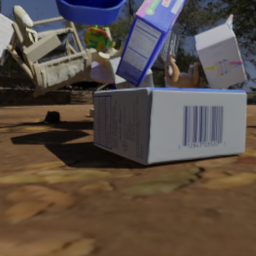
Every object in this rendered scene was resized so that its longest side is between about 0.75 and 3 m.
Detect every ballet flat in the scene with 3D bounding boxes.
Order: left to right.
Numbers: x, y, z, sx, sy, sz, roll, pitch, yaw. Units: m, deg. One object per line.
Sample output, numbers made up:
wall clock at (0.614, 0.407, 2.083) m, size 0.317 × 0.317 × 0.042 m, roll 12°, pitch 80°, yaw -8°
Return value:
ballet flat at (-3.447, -3.443, 9.642) m, size 0.511 × 0.552 × 1.638 m, roll 9°, pitch -34°, yaw 7°

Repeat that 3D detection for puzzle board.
puzzle board at (3.975, -3.283, 11.904) m, size 0.235 × 2.034 × 2.698 m, roll 17°, pitch 48°, yaw 23°

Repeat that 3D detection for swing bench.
swing bench at (-3.244, -3.090, 11.993) m, size 2.660 × 2.674 × 1.735 m, roll -29°, pitch -3°, yaw -34°

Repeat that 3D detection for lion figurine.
lion figurine at (1.869, -1.626, 9.496) m, size 2.162 × 1.324 × 0.783 m, roll 8°, pitch -3°, yaw -23°

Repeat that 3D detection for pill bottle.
pill bottle at (2.007, -2.079, 12.932) m, size 0.595 × 1.094 × 0.595 m, roll -6°, pitch -16°, yaw -2°

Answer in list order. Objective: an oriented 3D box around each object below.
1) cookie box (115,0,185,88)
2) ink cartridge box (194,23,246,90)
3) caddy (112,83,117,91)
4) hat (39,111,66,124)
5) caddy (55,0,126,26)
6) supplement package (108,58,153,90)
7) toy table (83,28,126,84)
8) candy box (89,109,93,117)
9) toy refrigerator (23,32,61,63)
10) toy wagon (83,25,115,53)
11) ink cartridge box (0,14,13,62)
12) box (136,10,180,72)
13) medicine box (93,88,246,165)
cookie box at (0.697, -2.880, 8.576) m, size 0.970 × 2.209 × 2.583 m, roll 29°, pitch -30°, yaw -1°
ink cartridge box at (3.245, -2.346, 9.839) m, size 1.233 × 1.969 × 1.266 m, roll -18°, pitch 35°, yaw 20°
caddy at (-0.109, -2.135, 14.183) m, size 1.403 × 0.992 × 0.737 m, roll -11°, pitch -18°, yaw -13°
hat at (-3.777, -0.544, 13.906) m, size 1.473 × 0.594 × 1.473 m, roll -1°, pitch 7°, yaw 0°
caddy at (-0.967, -3.399, 6.985) m, size 1.929 × 1.363 × 1.012 m, roll 2°, pitch -16°, yaw -9°
supplement package at (0.122, -2.096, 11.231) m, size 1.432 × 1.369 × 1.053 m, roll -17°, pitch -34°, yaw -1°
toy table at (-0.698, -3.323, 13.299) m, size 2.723 × 2.503 × 1.595 m, roll -23°, pitch -29°, yaw -5°
candy box at (-1.916, -0.993, 18.525) m, size 1.003 × 0.485 × 1.719 m, roll -2°, pitch 8°, yaw -18°
toy refrigerator at (-2.755, -2.575, 9.016) m, size 1.118 × 0.391 × 0.424 m, roll -39°, pitch 42°, yaw -9°
toy wagon at (-0.959, -2.993, 9.544) m, size 1.084 × 0.841 × 0.214 m, roll 15°, pitch 15°, yaw -15°
ink cartridge box at (-5.584, -3.820, 11.521) m, size 0.452 × 1.805 × 1.453 m, roll 21°, pitch 0°, yaw 26°
box at (1.280, -3.814, 12.710) m, size 1.424 × 2.019 × 2.729 m, roll 11°, pitch 1°, yaw 21°
medicine box at (0.797, -0.172, 6.569) m, size 2.503 × 1.414 × 2.747 m, roll -3°, pitch 7°, yaw -27°
